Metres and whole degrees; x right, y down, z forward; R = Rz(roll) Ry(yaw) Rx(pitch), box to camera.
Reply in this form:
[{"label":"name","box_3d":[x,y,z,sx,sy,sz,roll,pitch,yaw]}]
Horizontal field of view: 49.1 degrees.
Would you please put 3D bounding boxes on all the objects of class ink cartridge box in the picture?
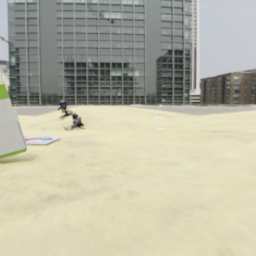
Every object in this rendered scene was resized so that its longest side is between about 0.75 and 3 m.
[{"label":"ink cartridge box","box_3d":[-3.030,-0.162,5.954,1.286,1.740,0.659,-15,35,-18]}]

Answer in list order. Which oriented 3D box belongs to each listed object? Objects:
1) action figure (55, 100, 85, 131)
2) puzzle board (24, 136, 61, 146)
[{"label":"action figure","box_3d":[-2.726,-0.436,12.943,0.946,1.853,1.101,-37,44,-9]},{"label":"puzzle board","box_3d":[-3.390,0.409,9.450,1.846,0.161,1.391,1,6,5]}]
